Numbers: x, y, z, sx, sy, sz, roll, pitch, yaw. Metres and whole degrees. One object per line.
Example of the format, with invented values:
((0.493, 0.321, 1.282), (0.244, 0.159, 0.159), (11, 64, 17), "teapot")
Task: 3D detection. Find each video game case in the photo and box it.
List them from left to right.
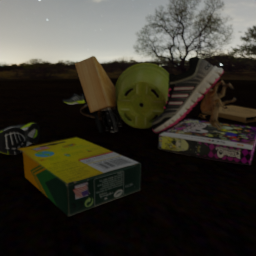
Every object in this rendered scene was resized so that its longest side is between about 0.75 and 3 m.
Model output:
((2.706, 0.322, 9.081), (2.636, 0.521, 2.908), (9, 15, 27), "video game case")

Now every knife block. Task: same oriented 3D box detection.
((-1.059, -1.042, 10.290), (0.798, 2.495, 2.190), (-18, 45, 16), "knife block")

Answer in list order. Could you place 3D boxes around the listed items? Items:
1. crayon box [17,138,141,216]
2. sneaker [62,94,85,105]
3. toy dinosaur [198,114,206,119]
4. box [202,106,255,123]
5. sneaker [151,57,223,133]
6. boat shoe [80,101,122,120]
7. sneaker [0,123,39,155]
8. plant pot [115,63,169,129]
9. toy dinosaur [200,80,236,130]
((-1.206, 0.897, 6.294), (1.702, 0.681, 2.681), (-10, 17, -37), "crayon box")
((-3.623, -1.897, 18.454), (1.633, 0.661, 0.603), (-12, 17, -42), "sneaker")
((3.681, -0.548, 13.775), (0.398, 0.227, 0.750), (25, 25, 8), "toy dinosaur")
((5.595, -0.742, 14.280), (2.318, 0.302, 2.836), (-7, 15, -28), "box")
((1.669, -1.125, 9.323), (1.307, 2.988, 1.102), (45, 20, 10), "sneaker")
((-1.011, -0.774, 13.161), (2.889, 1.044, 1.046), (-3, 14, 36), "boat shoe")
((-3.640, 0.348, 8.755), (0.921, 0.841, 2.276), (-5, 5, 9), "sneaker")
((0.603, -1.114, 11.032), (2.662, 2.662, 2.448), (1, 18, 6), "plant pot")
((2.834, -1.056, 9.287), (0.678, 1.178, 2.329), (27, 41, -26), "toy dinosaur")
